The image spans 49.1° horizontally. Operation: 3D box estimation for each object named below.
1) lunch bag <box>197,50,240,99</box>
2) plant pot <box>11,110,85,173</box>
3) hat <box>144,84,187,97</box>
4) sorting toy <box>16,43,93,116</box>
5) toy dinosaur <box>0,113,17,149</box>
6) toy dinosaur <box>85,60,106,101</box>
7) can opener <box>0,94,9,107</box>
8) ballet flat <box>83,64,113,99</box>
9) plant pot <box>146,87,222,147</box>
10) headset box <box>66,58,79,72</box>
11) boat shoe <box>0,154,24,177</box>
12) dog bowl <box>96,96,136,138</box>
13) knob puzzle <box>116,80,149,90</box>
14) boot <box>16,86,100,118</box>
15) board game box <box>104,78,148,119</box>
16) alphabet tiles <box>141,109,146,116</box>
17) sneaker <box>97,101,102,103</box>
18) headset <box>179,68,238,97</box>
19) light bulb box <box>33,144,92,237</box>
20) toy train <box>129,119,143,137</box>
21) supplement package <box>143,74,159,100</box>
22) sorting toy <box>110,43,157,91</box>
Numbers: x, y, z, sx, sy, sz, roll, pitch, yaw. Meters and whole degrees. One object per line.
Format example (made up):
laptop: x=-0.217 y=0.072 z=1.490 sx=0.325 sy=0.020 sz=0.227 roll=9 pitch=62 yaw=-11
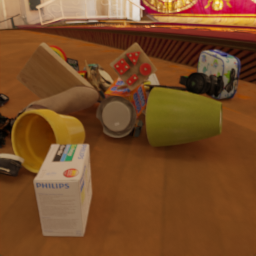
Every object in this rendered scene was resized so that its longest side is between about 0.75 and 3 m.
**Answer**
lunch bag: x=4.862 y=-2.988 z=15.290 sx=1.199 sy=2.337 sz=2.908 roll=-7 pitch=26 yaw=-11
plant pot: x=-2.458 y=0.328 z=9.241 sx=1.943 sy=1.943 sz=1.828 roll=12 pitch=13 yaw=24
hat: x=1.658 y=-1.387 z=12.353 sx=2.424 sy=0.978 sz=2.424 roll=4 pitch=8 yaw=-1
sorting toy: x=-2.928 y=-2.046 z=11.770 sx=2.623 sy=2.639 sz=0.919 roll=-29 pitch=26 yaw=45
toy dinosaur: x=-4.807 y=0.020 z=10.936 sx=2.450 sy=1.251 sz=1.663 roll=-17 pitch=10 yaw=6
toy dinosaur: x=-1.447 y=-2.044 z=11.339 sx=0.604 sy=2.075 sz=1.049 roll=-15 pitch=-13 yaw=-37
can opener: x=-6.568 y=-1.174 z=13.812 sx=0.555 sy=0.689 sz=1.752 roll=40 pitch=32 yaw=-7
ballet flat: x=-0.880 y=-1.659 z=12.294 sx=1.016 sy=2.737 sz=1.016 roll=-30 pitch=30 yaw=20
plant pot: x=2.035 y=-0.335 z=9.724 sx=2.297 sy=2.149 sz=2.149 roll=3 pitch=25 yaw=22
headset box: x=-3.152 y=-2.622 z=14.821 sx=0.727 sy=1.365 sz=1.568 roll=5 pitch=61 yaw=-36
boat shoe: x=-4.183 y=1.179 z=8.691 sx=2.041 sy=0.754 sz=0.616 roll=1 pitch=63 yaw=17
dog bowl: x=-0.400 y=-0.439 z=10.600 sx=1.579 sy=1.579 sz=0.463 roll=9 pitch=11 yaw=17
knob puzzle: x=0.042 y=-1.632 z=10.409 sx=1.268 sy=0.176 sz=1.268 roll=-15 pitch=2 yaw=0
boot: x=-2.688 y=-0.750 z=10.500 sx=2.815 sy=0.989 sz=2.058 roll=-10 pitch=18 yaw=33
board game box: x=-0.049 y=-1.225 z=11.607 sx=1.195 sy=1.196 sz=1.195 roll=11 pitch=47 yaw=31
alphabet tiles: x=1.031 y=-0.540 z=10.347 sx=0.874 sy=0.033 sz=0.731 roll=-25 pitch=57 yaw=-33
sneaker: x=-1.585 y=-1.376 z=13.130 sx=1.757 sy=0.708 sz=1.287 roll=-41 pitch=74 yaw=-2
headset: x=2.871 y=-1.707 z=10.047 sx=1.506 sy=1.146 sz=2.439 roll=2 pitch=18 yaw=-23
light bulb box: x=-1.510 y=1.482 z=6.918 sx=1.021 sy=1.636 sz=1.622 roll=0 pitch=25 yaw=0
toy train: x=0.223 y=-0.055 z=11.436 sx=0.706 sy=0.528 sz=1.239 roll=17 pitch=26 yaw=5
supplement package: x=0.480 y=-1.816 z=13.770 sx=1.958 sy=1.073 sz=1.114 roll=-12 pitch=66 yaw=-17
sorting toy: x=0.177 y=-1.986 z=9.163 sx=1.131 sy=1.137 sz=0.396 roll=-38 pitch=10 yaw=7
